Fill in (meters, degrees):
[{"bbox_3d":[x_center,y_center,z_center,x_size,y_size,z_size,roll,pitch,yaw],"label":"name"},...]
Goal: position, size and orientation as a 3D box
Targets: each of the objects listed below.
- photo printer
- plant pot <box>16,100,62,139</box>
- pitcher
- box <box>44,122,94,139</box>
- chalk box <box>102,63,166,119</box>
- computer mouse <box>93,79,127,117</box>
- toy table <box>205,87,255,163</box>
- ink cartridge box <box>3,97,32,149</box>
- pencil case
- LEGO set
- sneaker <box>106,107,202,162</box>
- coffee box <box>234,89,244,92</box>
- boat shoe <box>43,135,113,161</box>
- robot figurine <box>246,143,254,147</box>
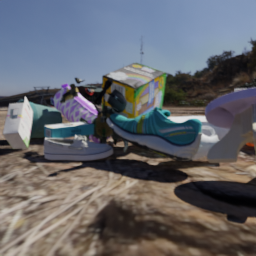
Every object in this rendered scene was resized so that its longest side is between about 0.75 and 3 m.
[{"bbox_3d":[1.658,0.134,9.064,2.692,0.935,2.240,-3,5,-23],"label":"photo printer"},{"bbox_3d":[-3.487,-0.255,10.894,1.534,1.534,1.502,6,2,44],"label":"plant pot"},{"bbox_3d":[1.662,0.335,7.087,1.255,0.761,1.077,3,42,-3],"label":"pitcher"},{"bbox_3d":[-1.693,0.070,8.107,1.332,0.327,0.548,-7,12,-39],"label":"box"},{"bbox_3d":[0.332,-1.226,9.226,1.357,1.350,2.180,26,39,30],"label":"chalk box"},{"bbox_3d":[-0.390,-0.586,7.130,0.281,0.857,1.221,22,-17,31],"label":"computer mouse"},{"bbox_3d":[2.429,0.061,5.122,1.987,1.164,1.827,-12,-33,34],"label":"toy table"},{"bbox_3d":[-3.409,-0.175,8.755,0.490,1.456,0.853,-5,-37,-1],"label":"ink cartridge box"},{"bbox_3d":[-1.642,-0.587,10.340,1.178,1.200,2.807,-18,43,-41],"label":"pencil case"},{"bbox_3d":[-0.881,-0.360,8.803,1.806,2.782,0.788,-31,-10,22],"label":"LEGO set"},{"bbox_3d":[0.584,0.023,6.761,2.678,1.067,1.038,16,-8,41],"label":"sneaker"},{"bbox_3d":[5.198,-0.539,10.766,1.934,1.913,1.931,4,7,31],"label":"coffee box"},{"bbox_3d":[-1.304,0.476,7.332,1.801,0.592,0.648,0,14,3],"label":"boat shoe"},{"bbox_3d":[4.158,0.052,8.857,0.932,1.150,1.598,37,-26,-2],"label":"robot figurine"}]
